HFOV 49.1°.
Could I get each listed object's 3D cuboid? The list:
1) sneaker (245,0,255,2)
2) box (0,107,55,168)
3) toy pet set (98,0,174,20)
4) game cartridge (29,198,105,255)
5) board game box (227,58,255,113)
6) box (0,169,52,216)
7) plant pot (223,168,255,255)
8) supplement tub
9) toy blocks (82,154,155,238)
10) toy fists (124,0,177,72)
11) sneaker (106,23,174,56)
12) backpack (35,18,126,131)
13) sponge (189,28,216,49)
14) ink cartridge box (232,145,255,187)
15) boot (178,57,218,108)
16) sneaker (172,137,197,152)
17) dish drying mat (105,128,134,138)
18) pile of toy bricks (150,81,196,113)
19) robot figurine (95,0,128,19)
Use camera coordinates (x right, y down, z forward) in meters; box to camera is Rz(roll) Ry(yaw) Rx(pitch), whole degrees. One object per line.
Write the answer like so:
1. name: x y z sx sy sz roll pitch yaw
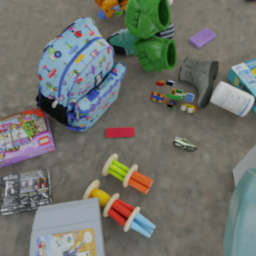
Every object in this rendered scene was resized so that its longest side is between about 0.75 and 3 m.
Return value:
1. sneaker: 5.335 -6.351 12.605 1.789 0.694 1.002 35 66 18
2. box: -3.678 0.326 9.075 2.291 0.448 1.567 -18 63 -10
3. toy pet set: 0.565 -5.655 12.006 2.980 1.583 2.783 0 73 27
4. game cartridge: -1.513 3.347 7.129 1.877 0.585 2.819 -8 72 -7
5. board game box: 5.070 -1.402 9.941 1.890 0.587 2.503 -22 63 -12
6. box: -3.020 1.883 8.288 1.420 0.353 1.119 -10 62 -5
7. plant pot: 3.021 1.861 5.683 1.923 1.918 1.959 4 88 17
8. supplement tub: 3.445 -0.948 9.295 1.182 0.780 0.780 27 64 5
9. toy blocks: 0.039 1.949 8.024 2.103 0.764 1.753 29 66 15
10. toy fists: 0.699 -3.168 9.632 1.456 2.856 0.982 18 55 36
11. sneaker: 0.412 -3.644 11.178 2.717 1.011 1.189 -13 34 -4
12. backpack: -1.392 -1.624 8.545 2.005 2.980 2.720 37 62 6
13. sponge: 3.036 -3.675 11.449 1.019 0.152 0.568 -36 67 -18
14. ink cartridge box: 4.655 1.308 7.594 2.912 2.122 1.206 0 61 0
15. boot: 2.436 -1.658 10.168 1.311 0.679 2.007 11 67 23
16. sneaker: 1.861 0.485 9.063 0.821 0.316 0.364 21 52 -1
17. dish drying mat: -0.272 0.158 9.392 0.965 0.088 0.371 -3 61 -1
18. pile of toy bricks: 1.685 -1.161 9.816 1.636 0.908 0.808 21 25 22
19. robot figurine: -0.091 -5.427 11.055 2.468 0.718 1.789 -29 59 1
